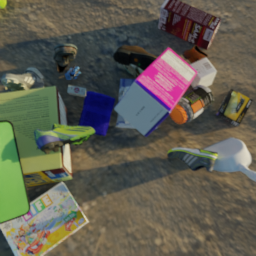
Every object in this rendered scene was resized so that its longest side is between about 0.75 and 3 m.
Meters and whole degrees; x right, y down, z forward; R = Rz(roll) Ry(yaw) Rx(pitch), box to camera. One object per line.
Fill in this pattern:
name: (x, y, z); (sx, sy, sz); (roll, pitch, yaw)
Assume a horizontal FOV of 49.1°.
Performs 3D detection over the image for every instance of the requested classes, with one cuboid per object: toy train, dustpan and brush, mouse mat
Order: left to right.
mouse mat: (-4.121, 1.420, 7.655); (2.399, 0.112, 2.981); (-14, 104, -30)
toy train: (-2.259, -2.251, 11.438); (0.437, 0.332, 0.766); (5, 43, 14)
dustpan and brush: (3.646, 1.157, 9.512); (1.781, 2.551, 0.730); (-21, 103, -10)

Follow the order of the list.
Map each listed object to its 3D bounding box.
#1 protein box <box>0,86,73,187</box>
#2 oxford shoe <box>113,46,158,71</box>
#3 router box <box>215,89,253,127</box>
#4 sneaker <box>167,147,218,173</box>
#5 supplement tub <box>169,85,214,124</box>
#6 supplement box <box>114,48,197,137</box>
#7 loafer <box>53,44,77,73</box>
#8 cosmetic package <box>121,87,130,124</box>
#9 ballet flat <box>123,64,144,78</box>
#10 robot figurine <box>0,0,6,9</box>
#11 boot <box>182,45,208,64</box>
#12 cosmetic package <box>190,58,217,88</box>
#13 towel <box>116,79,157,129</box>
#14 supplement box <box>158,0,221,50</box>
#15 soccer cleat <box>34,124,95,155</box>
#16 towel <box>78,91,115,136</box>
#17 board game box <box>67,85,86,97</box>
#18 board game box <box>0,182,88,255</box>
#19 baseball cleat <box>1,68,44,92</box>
protein box: (-3.594, 0.445, 9.714); (2.854, 1.940, 2.875); (-9, 69, -3)
oxford shoe: (0.567, -2.684, 10.556); (2.083, 0.757, 0.879); (21, 50, 2)
router box: (4.191, -0.806, 11.079); (0.973, 0.323, 1.237); (31, 72, 10)
sneaker: (2.151, 1.106, 9.760); (1.848, 0.683, 0.748); (2, 78, 42)
supplement tub: (2.371, -0.869, 10.609); (1.628, 0.998, 0.998); (-33, 72, -24)
supplement box: (0.975, -1.239, 9.105); (1.417, 1.387, 2.742); (41, 45, 0)
loafer: (-2.435, -2.632, 10.779); (0.844, 2.350, 0.739); (-2, 93, -19)
cosmetic package: (0.336, -0.858, 10.381); (0.964, 1.152, 0.958); (-7, 66, -18)
ballet flat: (0.627, -2.253, 11.244); (0.818, 0.908, 2.410); (-25, 65, -23)
robot figurine: (-6.345, -5.731, 12.652); (1.719, 0.994, 1.508); (-27, 71, -10)
boot: (2.869, -2.817, 11.168); (1.174, 1.247, 0.427); (39, 85, -13)
cosmetic package: (2.925, -2.124, 11.234); (0.773, 0.929, 0.778); (-26, 65, -9)
towel: (0.388, -0.988, 11.193); (1.622, 0.263, 2.208); (3, 69, 0)
supplement box: (2.551, -4.441, 11.966); (2.437, 1.326, 0.742); (28, 72, 11)
soccer cleat: (-1.887, 0.157, 8.606); (2.098, 0.678, 0.878); (-16, 68, -48)
towel: (-1.173, -0.530, 10.230); (1.109, 0.372, 1.502); (14, 85, 1)
board game box: (-1.978, -1.413, 10.875); (0.675, 0.915, 0.294); (10, 92, -9)
board game box: (-2.822, 3.223, 9.451); (2.449, 0.419, 1.646); (-34, 73, -12)
baseball cleat: (-3.925, -1.826, 10.515); (0.764, 2.191, 1.166); (-9, 78, 14)
